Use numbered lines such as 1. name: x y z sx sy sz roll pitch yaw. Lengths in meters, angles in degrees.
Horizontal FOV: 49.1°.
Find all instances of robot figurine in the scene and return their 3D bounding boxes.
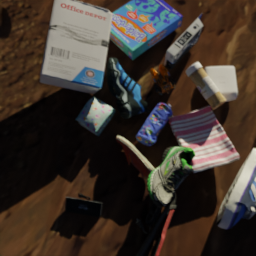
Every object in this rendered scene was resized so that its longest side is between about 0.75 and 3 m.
1. robot figurine: 1.222 -1.701 9.997 0.770 0.309 1.062 -26 77 2

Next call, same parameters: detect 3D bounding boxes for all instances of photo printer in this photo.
1. photo printer: 3.331 -1.566 10.111 1.114 0.465 1.338 0 68 7

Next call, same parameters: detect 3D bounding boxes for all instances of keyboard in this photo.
1. keyboard: -1.369 2.348 8.640 1.148 0.147 0.689 8 106 3

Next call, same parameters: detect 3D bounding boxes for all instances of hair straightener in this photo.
1. hair straightener: 0.727 2.869 8.299 0.975 0.518 2.534 26 73 3

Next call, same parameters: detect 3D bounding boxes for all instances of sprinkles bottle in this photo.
1. sprinkles bottle: 2.649 -1.435 9.575 0.565 0.565 1.654 -32 81 -12

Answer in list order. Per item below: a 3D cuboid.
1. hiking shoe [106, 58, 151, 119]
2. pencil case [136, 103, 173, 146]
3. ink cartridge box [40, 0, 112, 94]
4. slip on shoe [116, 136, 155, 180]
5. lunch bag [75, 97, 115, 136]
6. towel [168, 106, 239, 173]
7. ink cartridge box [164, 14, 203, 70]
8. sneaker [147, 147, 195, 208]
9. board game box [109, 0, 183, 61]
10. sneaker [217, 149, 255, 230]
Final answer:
1. hiking shoe: -0.081 -1.452 10.000 1.029 0.883 2.374 -13 74 -21
2. pencil case: 0.925 -0.110 9.474 0.685 0.615 1.577 29 72 19
3. ink cartridge box: -1.779 -2.757 9.612 1.982 1.154 2.741 11 82 -18
4. slip on shoe: 0.154 0.938 9.044 0.533 0.645 1.742 -42 76 2
5. lunch bag: -1.097 -0.422 9.592 0.930 0.666 1.092 31 77 12
6. towel: 2.443 0.326 9.251 1.597 0.326 2.183 -17 57 -5
7. ink cartridge box: 2.160 -3.183 10.377 0.410 1.040 2.091 39 79 12
8. sneaker: 1.272 1.316 8.137 0.857 0.936 2.197 47 52 -20
9. board game box: 0.507 -4.107 11.040 2.614 0.588 1.988 -39 71 -14
10. sneaker: 4.143 2.138 8.218 2.137 1.176 2.918 30 63 18
